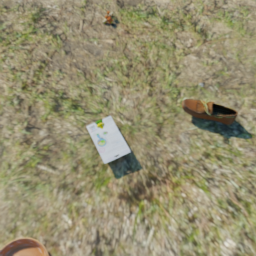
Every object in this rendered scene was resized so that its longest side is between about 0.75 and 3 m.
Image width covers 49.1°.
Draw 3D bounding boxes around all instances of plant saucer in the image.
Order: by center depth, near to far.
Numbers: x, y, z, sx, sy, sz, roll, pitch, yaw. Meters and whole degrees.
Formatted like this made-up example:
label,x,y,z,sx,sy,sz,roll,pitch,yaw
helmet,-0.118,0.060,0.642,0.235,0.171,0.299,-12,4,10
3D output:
label,x,y,z,sx,sy,sz,roll,pitch,yaw
plant saucer,-3.142,4.158,8.245,1.719,0.322,1.719,0,60,1

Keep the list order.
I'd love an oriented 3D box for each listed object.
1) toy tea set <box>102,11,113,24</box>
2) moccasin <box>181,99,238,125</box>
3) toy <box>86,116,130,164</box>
label,x,y,z,sx,sy,sz,roll,pitch,yaw
toy tea set,-0.919,-5.469,13.944,0.509,0.317,0.857,-2,58,34
moccasin,3.100,-0.697,10.707,2.107,0.813,0.771,21,60,7
toy,-0.739,0.468,10.346,1.020,0.418,1.772,-24,61,-10
